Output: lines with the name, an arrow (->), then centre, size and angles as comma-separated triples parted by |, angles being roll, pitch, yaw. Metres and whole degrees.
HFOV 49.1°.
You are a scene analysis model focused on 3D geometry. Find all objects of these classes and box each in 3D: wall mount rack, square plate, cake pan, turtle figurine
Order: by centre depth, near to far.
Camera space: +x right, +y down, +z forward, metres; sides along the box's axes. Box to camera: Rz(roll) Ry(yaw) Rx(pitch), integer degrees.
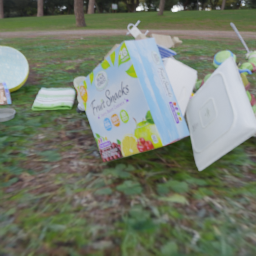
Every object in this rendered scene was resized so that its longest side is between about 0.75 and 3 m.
square plate -> 2.026, -0.310, 6.781 | 0.298, 2.074, 2.093 | 10, 55, -20
turtle figurine -> 2.970, -1.429, 8.398 | 2.002, 2.697, 2.782 | -34, 35, -6
cake pan -> -4.896, -0.483, 10.800 | 1.056, 0.194, 1.056 | 0, 24, 0
wall mount rack -> 0.412, -3.969, 11.624 | 0.825, 0.949, 0.354 | -47, 17, -3

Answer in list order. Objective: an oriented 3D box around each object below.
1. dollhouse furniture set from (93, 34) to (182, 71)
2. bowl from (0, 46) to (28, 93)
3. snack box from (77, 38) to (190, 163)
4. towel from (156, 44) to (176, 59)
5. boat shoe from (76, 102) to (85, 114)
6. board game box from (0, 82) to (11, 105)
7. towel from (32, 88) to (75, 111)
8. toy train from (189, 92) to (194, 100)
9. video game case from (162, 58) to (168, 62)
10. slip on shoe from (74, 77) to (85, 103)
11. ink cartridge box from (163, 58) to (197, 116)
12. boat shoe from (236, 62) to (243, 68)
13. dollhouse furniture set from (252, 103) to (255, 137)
dollhouse furniture set -> 0.579, -2.320, 11.086 | 2.950, 1.441, 2.516 | -13, -15, -43
bowl -> -6.178, -2.679, 13.981 | 2.435, 2.435, 1.310 | -7, -18, -14
snack box -> -0.060, -0.499, 6.856 | 0.921, 2.294, 2.720 | -18, -2, -35
towel -> 0.584, -2.045, 7.968 | 0.927, 0.153, 1.280 | 10, -10, -37
boat shoe -> -1.489, -0.841, 10.565 | 0.451, 0.427, 1.289 | 45, 35, 2
board game box -> -6.033, -1.437, 12.280 | 1.471, 0.713, 1.173 | -13, 27, -25
towel -> -3.273, -1.334, 12.515 | 1.698, 0.349, 2.277 | -4, 25, -6
toy train -> 3.017, -1.329, 12.273 | 1.643, 0.608, 2.187 | -8, 29, -21
video game case -> 0.747, -2.828, 12.730 | 1.944, 1.390, 0.170 | 7, 68, -7
slip on shoe -> -1.794, -1.368, 12.116 | 0.898, 0.742, 2.424 | -18, 41, -12
ink cartridge box -> 0.832, -0.858, 8.444 | 0.988, 1.710, 2.343 | 24, -14, -16
boat shoe -> 3.180, -1.697, 8.950 | 1.112, 0.332, 0.397 | -32, 11, 27
dollhouse furniture set -> 4.651, 0.147, 8.884 | 2.353, 1.347, 2.759 | 13, 48, 45
